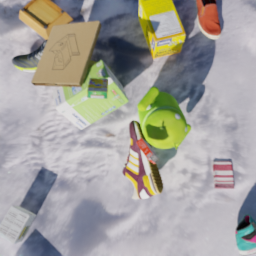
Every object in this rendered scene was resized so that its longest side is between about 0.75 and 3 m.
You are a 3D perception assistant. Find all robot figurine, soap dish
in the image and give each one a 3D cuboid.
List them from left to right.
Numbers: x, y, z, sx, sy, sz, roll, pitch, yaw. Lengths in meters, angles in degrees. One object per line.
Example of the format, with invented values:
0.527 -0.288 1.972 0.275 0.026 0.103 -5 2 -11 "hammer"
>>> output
-3.585 -4.794 12.069 1.896 0.770 1.491 39 77 12 "soap dish"
1.146 -0.290 9.654 1.491 2.578 2.262 -36 117 15 "robot figurine"

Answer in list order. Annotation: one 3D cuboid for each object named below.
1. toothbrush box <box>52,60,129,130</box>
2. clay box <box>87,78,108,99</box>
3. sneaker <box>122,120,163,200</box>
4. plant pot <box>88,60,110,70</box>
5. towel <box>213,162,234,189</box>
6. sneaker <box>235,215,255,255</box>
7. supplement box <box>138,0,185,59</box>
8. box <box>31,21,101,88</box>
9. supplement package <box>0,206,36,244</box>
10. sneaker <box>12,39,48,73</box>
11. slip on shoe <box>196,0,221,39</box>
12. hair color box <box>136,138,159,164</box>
-1.327 -1.114 10.005 2.161 1.573 0.930 -31 51 10 "toothbrush box"
-0.895 -1.200 8.359 0.591 0.245 1.028 2 31 -4 "clay box"
0.250 1.113 9.916 1.254 1.043 2.784 -23 70 21 "sneaker"
-1.552 -1.977 10.878 1.584 1.723 1.723 10 73 -9 "plant pot"
3.547 1.753 10.428 0.734 0.116 1.019 0 73 -1 "towel"
4.474 3.476 9.595 1.856 0.776 1.121 -20 84 -5 "sneaker"
1.319 -4.287 11.650 1.268 1.276 2.329 -15 73 -4 "supplement box"
-2.182 -2.600 9.871 2.082 0.271 2.547 5 70 25 "box"
-3.828 3.309 9.615 0.749 0.755 0.994 24 75 7 "supplement package"
-3.388 -3.007 11.272 2.603 1.054 0.962 -14 55 -8 "sneaker"
3.489 -4.979 12.140 0.914 0.755 2.469 -6 75 -4 "slip on shoe"
0.566 0.666 8.181 0.237 0.393 0.773 -44 42 8 "hair color box"
